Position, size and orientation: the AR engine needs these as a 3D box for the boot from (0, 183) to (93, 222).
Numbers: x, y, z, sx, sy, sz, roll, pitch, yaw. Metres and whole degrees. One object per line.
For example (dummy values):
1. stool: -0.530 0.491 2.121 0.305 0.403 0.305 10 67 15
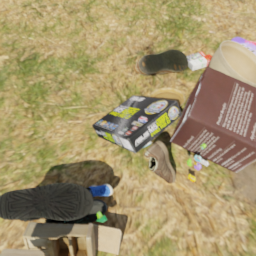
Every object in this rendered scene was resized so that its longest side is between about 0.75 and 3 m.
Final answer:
1. boot: -2.372 2.309 8.494 2.703 2.021 1.017 1 70 -3

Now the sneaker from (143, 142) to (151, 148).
1. sneaker: 0.482 0.509 10.385 0.305 0.768 0.501 -18 81 -52

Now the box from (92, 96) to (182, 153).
1. box: 0.210 -0.266 10.116 2.207 0.610 2.755 -38 27 -20

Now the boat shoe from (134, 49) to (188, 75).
1. boat shoe: 1.418 -2.831 12.299 2.659 0.982 1.006 -10 92 -30

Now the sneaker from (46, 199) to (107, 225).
1. sneaker: -1.627 2.808 8.882 1.971 0.781 0.743 -15 84 -5

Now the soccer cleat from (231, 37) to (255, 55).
1. soccer cleat: 6.000 -3.538 12.820 0.964 1.034 2.827 -38 65 -21

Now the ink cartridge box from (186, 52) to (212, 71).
1. ink cartridge box: 3.384 -3.145 12.928 1.365 0.344 0.744 -19 51 -11

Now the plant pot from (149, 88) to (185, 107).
1. plant pot: 1.610 -1.170 11.643 1.513 0.208 1.513 -4 43 3

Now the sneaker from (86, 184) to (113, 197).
1. sneaker: -1.054 2.128 9.220 0.622 1.117 0.429 -16 96 -46

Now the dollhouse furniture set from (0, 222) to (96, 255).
1. dollhouse furniture set: -2.041 4.022 7.262 1.922 2.536 2.893 1 31 3

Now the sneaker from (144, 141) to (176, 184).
1. sneaker: 1.018 1.272 9.368 0.743 1.967 0.693 -31 38 -12

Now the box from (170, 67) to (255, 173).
1. box: 3.275 -0.218 9.732 2.677 2.198 2.221 25 65 5

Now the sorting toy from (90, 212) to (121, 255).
1. sorting toy: -0.701 3.202 8.570 1.022 1.382 0.203 11 20 9

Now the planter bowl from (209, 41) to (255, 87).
1. planter bowl: 4.207 -2.125 11.382 2.374 1.598 2.374 15 52 -20

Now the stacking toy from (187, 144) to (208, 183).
1. stacking toy: 2.360 1.189 9.442 0.278 1.183 0.892 28 59 35
